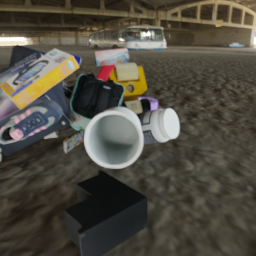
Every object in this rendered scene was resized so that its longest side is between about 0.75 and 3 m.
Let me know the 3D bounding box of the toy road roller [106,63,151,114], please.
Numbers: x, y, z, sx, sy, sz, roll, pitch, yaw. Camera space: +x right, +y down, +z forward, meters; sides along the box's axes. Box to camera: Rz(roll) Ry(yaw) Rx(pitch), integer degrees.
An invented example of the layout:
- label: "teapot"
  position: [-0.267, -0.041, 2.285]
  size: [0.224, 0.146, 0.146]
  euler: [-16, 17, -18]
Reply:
- label: "toy road roller"
  position: [-0.215, -1.516, 13.037]
  size: [1.640, 2.669, 1.948]
  euler: [-9, -4, -23]

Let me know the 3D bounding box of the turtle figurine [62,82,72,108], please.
- label: "turtle figurine"
  position: [-2.994, -1.236, 12.085]
  size: [1.403, 2.086, 2.787]
  euler: [-30, 55, -10]

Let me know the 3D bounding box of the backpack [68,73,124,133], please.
- label: "backpack"
  position: [-1.296, -0.735, 10.653]
  size: [1.961, 1.710, 2.231]
  euler: [18, 42, -10]

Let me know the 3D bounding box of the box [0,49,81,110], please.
- label: "box"
  position: [-2.361, -1.489, 7.735]
  size: [2.191, 0.454, 1.304]
  euler: [-42, 40, -14]

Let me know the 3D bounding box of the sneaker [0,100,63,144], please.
- label: "sneaker"
  position: [-2.579, -0.049, 7.317]
  size: [2.085, 0.731, 0.855]
  euler: [-22, 28, 33]

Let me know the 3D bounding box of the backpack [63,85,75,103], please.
- label: "backpack"
  position: [-2.334, -1.440, 12.224]
  size: [0.992, 0.753, 1.189]
  euler: [-7, -7, -11]

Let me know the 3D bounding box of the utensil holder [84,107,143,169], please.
- label: "utensil holder"
  position: [-0.339, 0.172, 8.261]
  size: [1.573, 1.573, 1.851]
  euler: [1, 10, 3]

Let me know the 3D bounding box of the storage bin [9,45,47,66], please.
- label: "storage bin"
  position: [-3.801, -2.570, 11.527]
  size: [1.820, 1.230, 0.853]
  euler: [18, 11, 4]

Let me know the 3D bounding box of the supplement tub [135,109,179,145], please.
- label: "supplement tub"
  position: [0.809, -0.025, 9.679]
  size: [1.627, 1.142, 1.142]
  euler: [-11, 10, 38]

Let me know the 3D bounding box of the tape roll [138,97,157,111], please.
- label: "tape roll"
  position: [0.795, -1.241, 15.229]
  size: [1.590, 0.522, 1.590]
  euler: [1, 20, 0]

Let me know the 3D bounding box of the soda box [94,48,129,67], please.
- label: "soda box"
  position: [-0.570, -2.420, 9.621]
  size: [1.141, 0.390, 0.363]
  euler: [-9, -21, -7]

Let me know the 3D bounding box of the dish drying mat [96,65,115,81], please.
- label: "dish drying mat"
  position: [-0.939, -2.419, 11.876]
  size: [0.447, 1.165, 0.106]
  euler: [26, -19, 4]

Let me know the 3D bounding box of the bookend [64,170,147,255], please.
- label: "bookend"
  position: [-0.773, 1.877, 6.306]
  size: [1.757, 0.809, 1.746]
  euler: [-18, 26, -38]

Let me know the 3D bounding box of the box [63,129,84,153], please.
- label: "box"
  position: [-1.934, 0.469, 9.932]
  size: [0.166, 0.570, 0.833]
  euler: [35, 50, 23]

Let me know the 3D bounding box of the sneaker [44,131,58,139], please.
- label: "sneaker"
  position: [-3.163, 0.108, 11.385]
  size: [0.572, 0.502, 1.427]
  euler: [-17, 13, -8]

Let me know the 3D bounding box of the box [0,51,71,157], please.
- label: "box"
  position: [-3.632, -0.888, 9.707]
  size: [2.622, 1.616, 2.600]
  euler: [-28, 51, 6]
